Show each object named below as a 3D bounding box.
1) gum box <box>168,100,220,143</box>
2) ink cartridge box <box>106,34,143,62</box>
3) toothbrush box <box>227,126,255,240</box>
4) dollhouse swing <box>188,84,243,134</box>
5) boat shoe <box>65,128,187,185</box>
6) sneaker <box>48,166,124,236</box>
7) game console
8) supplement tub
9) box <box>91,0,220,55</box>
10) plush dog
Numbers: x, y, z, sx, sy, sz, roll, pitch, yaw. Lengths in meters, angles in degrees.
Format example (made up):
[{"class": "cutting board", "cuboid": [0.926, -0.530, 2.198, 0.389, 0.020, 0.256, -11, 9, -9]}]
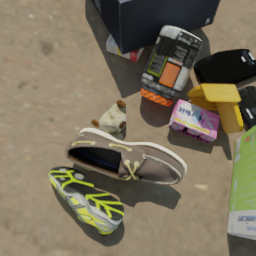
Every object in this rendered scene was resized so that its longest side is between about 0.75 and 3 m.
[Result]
[{"class": "gum box", "cuboid": [1.714, -0.148, 7.147, 1.205, 0.398, 0.684, 22, 63, -4]}, {"class": "ink cartridge box", "cuboid": [-0.061, -2.438, 8.041, 0.972, 0.405, 0.705, 21, 72, 8]}, {"class": "toothbrush box", "cuboid": [3.045, 1.233, 6.148, 1.027, 1.737, 2.385, 13, 72, 4]}, {"class": "dollhouse swing", "cuboid": [2.116, -0.413, 6.921, 1.111, 1.222, 1.074, 1, 86, -2]}, {"class": "boat shoe", "cuboid": [-0.086, 0.773, 6.423, 2.791, 1.003, 0.831, 17, 32, 15]}, {"class": "sneaker", "cuboid": [-1.117, 1.670, 6.472, 2.156, 0.813, 0.824, 33, 116, 26]}, {"class": "game console", "cuboid": [3.064, -0.918, 7.603, 1.634, 0.334, 2.769, -21, 72, -6]}, {"class": "supplement tub", "cuboid": [1.034, -1.534, 7.125, 1.099, 1.099, 1.793, 25, 103, 8]}, {"class": "box", "cuboid": [0.553, -3.969, 7.553, 2.915, 1.796, 2.891, -22, 66, -11]}, {"class": "plush dog", "cuboid": [-0.358, -0.226, 7.020, 0.832, 1.036, 0.890, 27, 53, 12]}]
